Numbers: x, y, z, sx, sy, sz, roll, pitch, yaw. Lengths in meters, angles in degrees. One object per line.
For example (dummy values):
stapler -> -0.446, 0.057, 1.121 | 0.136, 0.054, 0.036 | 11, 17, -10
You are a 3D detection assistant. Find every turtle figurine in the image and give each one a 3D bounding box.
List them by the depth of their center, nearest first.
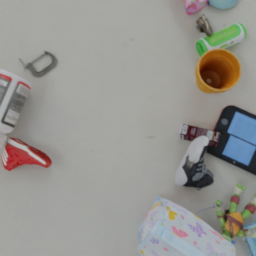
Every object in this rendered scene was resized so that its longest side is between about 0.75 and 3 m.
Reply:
turtle figurine -> 3.516, 2.728, 8.930 | 1.931, 1.433, 1.991 | -52, 123, -23

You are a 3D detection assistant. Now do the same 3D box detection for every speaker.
speaker -> 3.420, -3.220, 10.326 | 1.740, 0.770, 0.770 | -24, 82, -4

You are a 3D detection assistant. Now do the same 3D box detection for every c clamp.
c clamp -> -3.349, -2.476, 10.504 | 1.221, 0.165, 1.043 | -31, 83, -4

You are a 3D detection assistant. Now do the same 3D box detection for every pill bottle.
pill bottle -> -4.426, -0.662, 9.602 | 1.377, 1.377, 2.418 | 20, 82, 3

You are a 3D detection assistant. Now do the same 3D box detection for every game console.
game console -> 4.100, 0.421, 9.967 | 2.223, 0.345, 1.966 | 25, 82, 4

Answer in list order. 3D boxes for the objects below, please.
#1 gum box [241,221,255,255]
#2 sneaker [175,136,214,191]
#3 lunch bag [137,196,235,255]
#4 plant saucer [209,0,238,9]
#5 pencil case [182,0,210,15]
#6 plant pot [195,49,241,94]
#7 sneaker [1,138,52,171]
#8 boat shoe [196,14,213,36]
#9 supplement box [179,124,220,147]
gum box -> 4.689, 3.723, 9.464 | 1.414, 0.315, 1.201 | -20, 82, -3
sneaker -> 2.450, 1.243, 9.415 | 1.148, 0.761, 2.017 | 20, 115, -8
lunch bag -> 1.561, 3.374, 8.241 | 2.400, 2.830, 1.799 | 30, 82, 4
plant saucer -> 3.650, -5.213, 10.922 | 1.339, 0.183, 1.339 | 0, 82, -1
pencil case -> 2.230, -5.462, 10.565 | 0.993, 0.993, 2.271 | -19, 81, -3
plant pot -> 2.981, -1.817, 9.809 | 1.452, 1.329, 1.452 | 0, 82, -1
sneaker -> -3.590, 1.175, 9.764 | 1.829, 0.717, 1.057 | 28, 91, 17
boat shoe -> 2.790, -3.700, 10.359 | 0.471, 1.284, 0.478 | -29, 125, 27
supplement box -> 2.432, 0.261, 9.658 | 1.311, 0.714, 0.399 | 14, 76, 15
